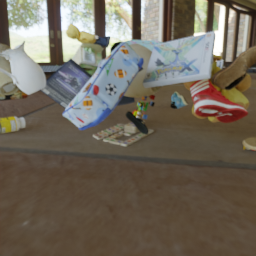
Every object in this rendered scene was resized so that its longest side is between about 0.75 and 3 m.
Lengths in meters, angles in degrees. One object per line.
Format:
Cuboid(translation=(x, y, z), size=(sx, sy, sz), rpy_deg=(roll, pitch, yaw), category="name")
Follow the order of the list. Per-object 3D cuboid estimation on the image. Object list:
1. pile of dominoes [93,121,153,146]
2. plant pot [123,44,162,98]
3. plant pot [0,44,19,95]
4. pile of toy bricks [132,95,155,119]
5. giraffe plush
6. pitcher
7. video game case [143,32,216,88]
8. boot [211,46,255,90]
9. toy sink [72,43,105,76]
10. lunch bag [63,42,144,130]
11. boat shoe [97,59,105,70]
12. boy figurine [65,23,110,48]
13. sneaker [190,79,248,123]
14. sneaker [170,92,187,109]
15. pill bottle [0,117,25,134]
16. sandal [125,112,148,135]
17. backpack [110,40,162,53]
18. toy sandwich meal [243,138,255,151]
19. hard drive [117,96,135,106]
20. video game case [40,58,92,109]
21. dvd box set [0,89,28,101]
Cuboid(translation=(-0.237, 0.109, 13.268), size=(2.123, 0.434, 2.724), rpy_deg=(10, 19, 31), category="pile of dominoes")
Cuboid(translation=(0.583, -1.961, 10.437), size=(1.358, 2.024, 2.024), rpy_deg=(28, 29, 32), category="plant pot")
Cuboid(translation=(-3.508, -1.517, 7.773), size=(1.101, 1.101, 1.175), rpy_deg=(-14, 63, -40), category="plant pot")
Cuboid(translation=(0.605, -0.948, 11.684), size=(0.684, 1.232, 0.608), rpy_deg=(13, 10, -33), category="pile of toy bricks")
Cuboid(translation=(2.939, -1.866, 10.316), size=(2.457, 2.848, 2.309), rpy_deg=(-21, -32, 35), category="giraffe plush")
Cuboid(translation=(-2.754, -1.436, 7.117), size=(0.752, 1.241, 1.065), rpy_deg=(-6, 26, 47), category="pitcher")
Cuboid(translation=(1.499, -1.990, 8.194), size=(1.949, 0.214, 1.776), rpy_deg=(-5, 52, 31), category="video game case")
Cuboid(translation=(3.670, -1.873, 9.009), size=(1.907, 0.702, 0.720), rpy_deg=(-39, 41, 0), category="boot")
Cuboid(translation=(-1.804, -3.085, 12.763), size=(1.049, 0.902, 1.609), rpy_deg=(6, -23, -30), category="toy sink")
Cuboid(translation=(-0.665, -1.089, 7.550), size=(2.444, 0.923, 1.958), rpy_deg=(-55, 15, -22), category="lunch bag")
Cuboid(translation=(-0.929, -2.009, 12.308), size=(0.707, 1.962, 0.696), rpy_deg=(-9, -13, 4), category="boat shoe")
Cuboid(translation=(-1.657, -3.655, 11.222), size=(1.787, 0.576, 1.111), rpy_deg=(10, 8, -30), category="boy figurine")
Cuboid(translation=(2.946, -1.008, 9.104), size=(2.369, 1.368, 0.928), rpy_deg=(11, -31, -40), category="sneaker")
Cuboid(translation=(2.050, -1.149, 12.127), size=(0.635, 0.554, 1.413), rpy_deg=(-34, 13, 4), category="sneaker")
Cuboid(translation=(-5.755, -0.159, 13.677), size=(1.297, 0.722, 0.722), rpy_deg=(-11, 20, -37), category="pill bottle")
Cuboid(translation=(0.351, -0.197, 9.372), size=(0.239, 0.999, 0.376), rpy_deg=(-46, 5, -35), category="sandal")
Cuboid(translation=(0.585, -2.987, 12.459), size=(2.487, 2.075, 1.574), rpy_deg=(4, 54, 14), category="backpack")
Cuboid(translation=(5.184, 0.740, 11.282), size=(1.149, 0.394, 1.149), rpy_deg=(-3, 24, 1), category="toy sandwich meal")
Cuboid(translation=(-0.388, -1.576, 13.954), size=(1.372, 0.925, 0.290), rpy_deg=(-8, -1, 5), category="hard drive")
Cuboid(translation=(-2.555, -1.795, 12.021), size=(2.272, 1.623, 0.216), rpy_deg=(-31, 36, 32), category="video game case")
Cuboid(translation=(-4.657, -1.641, 10.986), size=(1.585, 0.319, 2.167), rpy_deg=(-9, -13, -29), category="dvd box set")
